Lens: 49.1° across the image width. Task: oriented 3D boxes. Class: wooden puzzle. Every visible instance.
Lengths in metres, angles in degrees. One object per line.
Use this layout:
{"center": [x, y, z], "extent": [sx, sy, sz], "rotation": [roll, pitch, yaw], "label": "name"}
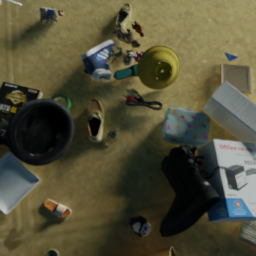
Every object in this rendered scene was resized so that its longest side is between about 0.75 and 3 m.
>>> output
{"center": [4.315, -1.939, 11.224], "extent": [1.441, 0.250, 2.135], "rotation": [12, 72, 0], "label": "wooden puzzle"}

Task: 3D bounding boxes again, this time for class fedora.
{"center": [-3.099, 0.154, 9.890], "extent": [2.360, 1.078, 2.360], "rotation": [2, 85, -25], "label": "fedora"}

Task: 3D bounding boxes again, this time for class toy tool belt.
{"center": [-3.281, -4.739, 11.989], "extent": [1.076, 0.672, 0.661], "rotation": [11, 114, 4], "label": "toy tool belt"}

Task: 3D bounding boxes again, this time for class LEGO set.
{"center": [-0.617, 0.328, 10.457], "extent": [0.525, 0.229, 0.809], "rotation": [17, 72, 5], "label": "LEGO set"}

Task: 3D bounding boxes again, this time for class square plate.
{"center": [-4.180, 1.895, 9.749], "extent": [1.577, 0.224, 1.562], "rotation": [43, 68, 1], "label": "square plate"}

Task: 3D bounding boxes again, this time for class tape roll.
{"center": [-2.653, -0.878, 10.801], "extent": [0.846, 0.203, 0.846], "rotation": [-3, 72, 9], "label": "tape roll"}

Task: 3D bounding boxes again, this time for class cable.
{"center": [0.525, -1.016, 10.677], "extent": [1.569, 0.395, 0.762], "rotation": [23, 53, 16], "label": "cable"}

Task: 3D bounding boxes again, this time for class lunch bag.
{"center": [2.057, 0.030, 10.263], "extent": [1.722, 0.664, 1.381], "rotation": [13, 67, 2], "label": "lunch bag"}

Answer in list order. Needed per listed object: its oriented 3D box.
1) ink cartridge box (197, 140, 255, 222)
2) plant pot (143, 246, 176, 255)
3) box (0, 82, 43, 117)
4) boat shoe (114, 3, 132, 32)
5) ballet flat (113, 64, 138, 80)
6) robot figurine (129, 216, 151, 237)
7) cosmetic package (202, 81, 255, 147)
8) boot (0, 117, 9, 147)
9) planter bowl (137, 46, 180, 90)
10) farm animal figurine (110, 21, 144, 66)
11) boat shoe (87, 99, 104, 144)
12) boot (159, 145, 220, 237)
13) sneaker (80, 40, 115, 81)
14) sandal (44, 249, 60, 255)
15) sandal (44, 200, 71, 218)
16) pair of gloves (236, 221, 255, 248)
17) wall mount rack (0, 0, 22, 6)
{"center": [3.430, 1.731, 9.155], "extent": [1.795, 1.036, 2.474], "rotation": [6, 63, -19], "label": "ink cartridge box"}
{"center": [0.482, 4.669, 8.308], "extent": [2.035, 1.897, 1.897], "rotation": [-13, 72, 11], "label": "plant pot"}
{"center": [-4.268, -1.012, 10.825], "extent": [1.589, 0.392, 1.269], "rotation": [14, 74, 5], "label": "box"}
{"center": [-0.218, -4.803, 12.034], "extent": [0.541, 0.467, 1.483], "rotation": [21, 73, 7], "label": "boat shoe"}
{"center": [0.143, -2.250, 11.174], "extent": [1.570, 0.490, 0.530], "rotation": [-12, 99, -9], "label": "ballet flat"}
{"center": [0.394, 3.253, 9.286], "extent": [0.757, 0.569, 0.472], "rotation": [22, 54, 34], "label": "robot figurine"}
{"center": [4.074, -0.355, 10.118], "extent": [2.593, 1.318, 0.960], "rotation": [41, 78, 11], "label": "cosmetic package"}
{"center": [-4.734, 0.537, 10.122], "extent": [1.441, 0.725, 1.928], "rotation": [28, 73, 9], "label": "boot"}
{"center": [1.220, -2.187, 10.556], "extent": [1.710, 0.712, 1.710], "rotation": [-3, 112, -6], "label": "planter bowl"}
{"center": [0.053, -3.282, 11.392], "extent": [1.421, 0.885, 1.760], "rotation": [-2, 76, 19], "label": "farm animal figurine"}
{"center": [-1.217, -0.331, 10.487], "extent": [0.650, 0.583, 1.756], "rotation": [-6, 72, -2], "label": "boat shoe"}
{"center": [1.652, 2.036, 9.324], "extent": [0.985, 2.662, 2.182], "rotation": [13, 37, -35], "label": "boot"}
{"center": [-0.967, -2.619, 11.287], "extent": [1.868, 0.753, 1.368], "rotation": [-41, 109, -39], "label": "sneaker"}
{"center": [-2.794, 4.625, 8.910], "extent": [0.631, 0.454, 1.590], "rotation": [26, 74, 8], "label": "sandal"}
{"center": [-2.471, 2.782, 9.607], "extent": [1.023, 0.293, 0.392], "rotation": [23, 73, 7], "label": "sandal"}
{"center": [5.390, 3.096, 9.389], "extent": [2.544, 0.525, 2.992], "rotation": [34, 74, 11], "label": "pair of gloves"}
{"center": [-3.758, -3.990, 8.047], "extent": [1.187, 0.509, 1.366], "rotation": [-12, 88, -20], "label": "wall mount rack"}
